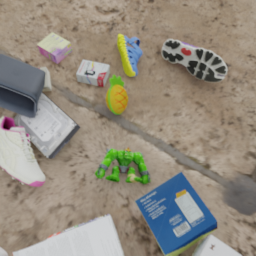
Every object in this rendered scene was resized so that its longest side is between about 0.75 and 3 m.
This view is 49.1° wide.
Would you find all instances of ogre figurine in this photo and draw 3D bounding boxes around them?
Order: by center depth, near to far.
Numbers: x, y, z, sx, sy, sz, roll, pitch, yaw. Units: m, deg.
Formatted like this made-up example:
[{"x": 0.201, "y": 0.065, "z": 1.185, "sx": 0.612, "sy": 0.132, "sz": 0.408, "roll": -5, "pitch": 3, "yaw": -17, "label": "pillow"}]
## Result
[{"x": -0.147, "y": 1.213, "z": 9.021, "sx": 1.757, "sy": 0.862, "sz": 1.054, "roll": 0, "pitch": 64, "yaw": 2, "label": "ogre figurine"}]

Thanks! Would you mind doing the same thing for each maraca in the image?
[{"x": -0.405, "y": -1.191, "z": 10.149, "sx": 0.764, "sy": 0.979, "sz": 1.428, "roll": -2, "pitch": 87, "yaw": 33, "label": "maraca"}]

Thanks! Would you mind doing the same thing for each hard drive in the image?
[{"x": -2.870, "y": -0.139, "z": 9.690, "sx": 2.142, "sy": 0.405, "sz": 1.497, "roll": 41, "pitch": 87, "yaw": 22, "label": "hard drive"}]

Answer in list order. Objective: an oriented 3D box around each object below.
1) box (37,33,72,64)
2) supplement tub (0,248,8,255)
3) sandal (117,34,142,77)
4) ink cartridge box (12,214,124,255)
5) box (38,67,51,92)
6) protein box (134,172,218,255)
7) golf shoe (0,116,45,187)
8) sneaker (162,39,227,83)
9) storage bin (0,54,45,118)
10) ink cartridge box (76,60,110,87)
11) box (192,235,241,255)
[{"x": -3.105, "y": -3.385, "z": 11.868, "sx": 1.060, "sy": 0.512, "sz": 0.932, "roll": 32, "pitch": 65, "yaw": 18, "label": "box"}, {"x": -4.508, "y": 3.902, "z": 6.888, "sx": 1.861, "sy": 1.861, "sz": 2.566, "roll": 26, "pitch": 64, "yaw": 14, "label": "supplement tub"}, {"x": 0.157, "y": -3.046, "z": 11.511, "sx": 0.960, "sy": 0.876, "sz": 2.205, "roll": -6, "pitch": 62, "yaw": -8, "label": "sandal"}, {"x": -1.491, "y": 3.433, "z": 7.418, "sx": 2.625, "sy": 0.661, "sz": 1.430, "roll": -17, "pitch": 79, "yaw": -11, "label": "ink cartridge box"}, {"x": -3.667, "y": -1.753, "z": 10.492, "sx": 1.400, "sy": 0.895, "sz": 0.763, "roll": -7, "pitch": 89, "yaw": -8, "label": "box"}, {"x": 1.339, "y": 2.438, "z": 7.839, "sx": 1.609, "sy": 1.093, "sz": 1.620, "roll": -32, "pitch": 56, "yaw": -2, "label": "protein box"}, {"x": -3.559, "y": 0.709, "z": 8.978, "sx": 2.822, "sy": 1.063, "sz": 1.291, "roll": 38, "pitch": 95, "yaw": 19, "label": "golf shoe"}, {"x": 2.737, "y": -2.840, "z": 11.159, "sx": 2.841, "sy": 1.145, "sz": 1.185, "roll": 38, "pitch": 39, "yaw": 25, "label": "sneaker"}, {"x": -3.777, "y": -1.410, "z": 9.351, "sx": 2.047, "sy": 1.490, "sz": 1.375, "roll": 22, "pitch": 58, "yaw": -7, "label": "storage bin"}, {"x": -1.394, "y": -2.178, "z": 11.194, "sx": 1.136, "sy": 0.471, "sz": 0.828, "roll": 13, "pitch": 61, "yaw": 7, "label": "ink cartridge box"}, {"x": 2.261, "y": 4.052, "z": 6.953, "sx": 1.830, "sy": 1.576, "sz": 1.839, "roll": 32, "pitch": 65, "yaw": 18, "label": "box"}]
